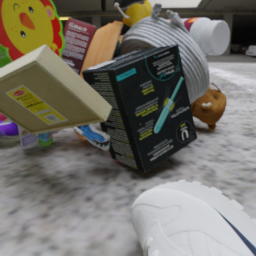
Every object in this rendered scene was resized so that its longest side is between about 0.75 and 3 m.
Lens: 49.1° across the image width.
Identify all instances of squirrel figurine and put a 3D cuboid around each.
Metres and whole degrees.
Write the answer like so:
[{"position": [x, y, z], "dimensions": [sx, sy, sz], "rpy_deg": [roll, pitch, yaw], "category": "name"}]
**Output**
[{"position": [1.573, -0.638, 8.148], "dimensions": [2.344, 1.659, 2.188], "rpy_deg": [-37, 51, -13], "category": "squirrel figurine"}]

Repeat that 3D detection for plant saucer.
[{"position": [-0.851, -1.191, 6.982], "dimensions": [0.562, 3.000, 3.000], "rpy_deg": [18, 14, -8], "category": "plant saucer"}]

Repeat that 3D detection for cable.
[{"position": [0.820, -1.425, 6.472], "dimensions": [0.786, 2.272, 2.271], "rpy_deg": [-47, 11, -15], "category": "cable"}]

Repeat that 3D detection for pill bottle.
[{"position": [1.717, -2.429, 7.559], "dimensions": [0.985, 0.985, 1.798], "rpy_deg": [-13, 22, -38], "category": "pill bottle"}]

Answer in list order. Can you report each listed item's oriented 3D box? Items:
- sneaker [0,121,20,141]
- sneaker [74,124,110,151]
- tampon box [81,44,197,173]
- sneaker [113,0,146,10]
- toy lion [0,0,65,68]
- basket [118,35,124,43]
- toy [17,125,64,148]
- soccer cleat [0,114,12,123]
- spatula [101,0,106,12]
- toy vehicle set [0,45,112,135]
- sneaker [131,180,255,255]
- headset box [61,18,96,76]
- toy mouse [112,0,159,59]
[{"position": [-3.247, -0.541, 7.608], "dimensions": [0.973, 1.392, 2.798], "rpy_deg": [-2, 16, -6], "category": "sneaker"}, {"position": [-0.684, 0.129, 5.161], "dimensions": [0.901, 0.390, 0.338], "rpy_deg": [40, 72, 21], "category": "sneaker"}, {"position": [0.252, -0.413, 5.362], "dimensions": [1.432, 1.910, 1.206], "rpy_deg": [-28, 23, -28], "category": "tampon box"}, {"position": [-0.043, -2.804, 5.858], "dimensions": [0.872, 0.326, 0.463], "rpy_deg": [-2, -18, 37], "category": "sneaker"}, {"position": [-2.089, -2.338, 5.142], "dimensions": [0.898, 2.616, 2.508], "rpy_deg": [-6, -20, 29], "category": "toy lion"}, {"position": [0.347, -1.828, 9.666], "dimensions": [2.110, 2.021, 2.832], "rpy_deg": [38, 25, 11], "category": "basket"}, {"position": [-1.737, -0.225, 5.966], "dimensions": [1.145, 1.988, 0.469], "rpy_deg": [-27, 67, -30], "category": "toy"}, {"position": [-2.217, -1.013, 6.419], "dimensions": [0.800, 2.290, 0.989], "rpy_deg": [-19, -38, 34], "category": "soccer cleat"}, {"position": [-0.710, -3.896, 7.685], "dimensions": [0.422, 1.494, 0.154], "rpy_deg": [23, 56, 18], "category": "spatula"}, {"position": [-1.443, -0.448, 4.447], "dimensions": [2.109, 1.310, 0.280], "rpy_deg": [-8, 50, 41], "category": "toy vehicle set"}, {"position": [0.580, 1.288, 2.102], "dimensions": [1.125, 1.067, 2.794], "rpy_deg": [-17, 20, -21], "category": "sneaker"}, {"position": [-1.347, -1.656, 6.944], "dimensions": [0.722, 1.869, 1.391], "rpy_deg": [16, -6, -8], "category": "headset box"}, {"position": [0.042, -2.326, 7.617], "dimensions": [0.531, 2.439, 2.744], "rpy_deg": [41, 42, 5], "category": "toy mouse"}]
